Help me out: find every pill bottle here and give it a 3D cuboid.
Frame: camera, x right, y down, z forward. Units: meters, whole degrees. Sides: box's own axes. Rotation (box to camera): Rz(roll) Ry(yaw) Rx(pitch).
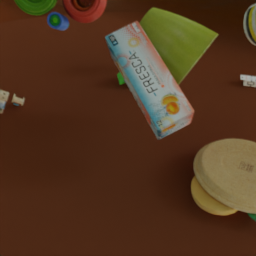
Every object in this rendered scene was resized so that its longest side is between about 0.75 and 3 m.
[{"bbox_3d":[4.198,-2.909,7.203,1.186,1.186,2.118,-23,13,-28],"label":"pill bottle"}]

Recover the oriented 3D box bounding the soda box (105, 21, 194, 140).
[{"bbox_3d":[0.502,-1.218,7.186,1.001,0.931,2.928,-27,71,-2],"label":"soda box"}]

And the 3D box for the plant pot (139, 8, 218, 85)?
[{"bbox_3d":[1.253,-2.551,8.268,1.963,1.837,1.837,38,44,3],"label":"plant pot"}]

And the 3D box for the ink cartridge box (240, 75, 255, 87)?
[{"bbox_3d":[5.110,-1.963,11.759,0.811,0.275,0.470,11,38,14],"label":"ink cartridge box"}]

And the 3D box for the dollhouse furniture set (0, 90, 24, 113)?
[{"bbox_3d":[-4.315,-0.857,10.171,0.850,0.599,0.595,19,30,-25],"label":"dollhouse furniture set"}]

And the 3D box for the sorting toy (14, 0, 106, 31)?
[{"bbox_3d":[-2.155,-4.108,9.158,2.944,1.769,1.208,11,14,1],"label":"sorting toy"}]

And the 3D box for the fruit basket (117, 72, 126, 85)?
[{"bbox_3d":[0.166,-2.054,11.714,1.046,0.755,1.046,11,68,-27],"label":"fruit basket"}]

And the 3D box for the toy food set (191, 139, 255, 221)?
[{"bbox_3d":[2.962,1.227,7.157,2.576,0.633,2.603,9,37,12],"label":"toy food set"}]
